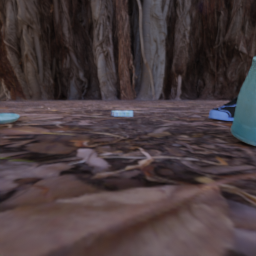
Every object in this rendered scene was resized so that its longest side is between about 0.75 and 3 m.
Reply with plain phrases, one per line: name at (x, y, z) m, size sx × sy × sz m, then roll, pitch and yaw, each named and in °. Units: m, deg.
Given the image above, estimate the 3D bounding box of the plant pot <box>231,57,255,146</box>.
plant pot at (2.917, -0.587, 5.386) m, size 1.632 × 1.534 × 1.632 m, roll -1°, pitch 21°, yaw 0°

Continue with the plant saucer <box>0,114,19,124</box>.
plant saucer at (-4.462, -0.320, 9.830) m, size 1.207 × 0.165 × 1.207 m, roll 1°, pitch 14°, yaw 0°

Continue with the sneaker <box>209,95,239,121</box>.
sneaker at (4.147, -0.798, 10.679) m, size 2.594 × 1.011 × 0.910 m, roll -3°, pitch 8°, yaw -28°

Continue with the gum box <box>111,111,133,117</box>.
gum box at (-0.275, -0.658, 12.850) m, size 0.974 × 0.217 × 0.828 m, roll 0°, pitch 7°, yaw 1°
